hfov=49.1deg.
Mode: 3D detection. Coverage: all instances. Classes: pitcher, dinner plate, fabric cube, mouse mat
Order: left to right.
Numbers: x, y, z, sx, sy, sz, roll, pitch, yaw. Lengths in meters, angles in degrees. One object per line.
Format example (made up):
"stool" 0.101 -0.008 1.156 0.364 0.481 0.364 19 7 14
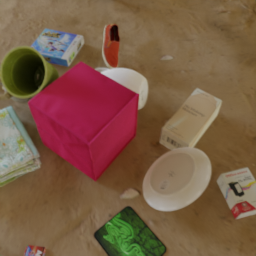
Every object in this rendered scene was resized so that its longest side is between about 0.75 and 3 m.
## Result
"fabric cube" -1.340 -0.211 9.397 2.469 2.477 2.430 31 58 19
"pitcher" -0.585 -1.714 11.151 2.774 1.681 2.380 9 43 20
"mouse mat" 0.045 3.356 8.234 1.446 0.068 1.798 -34 60 -23
"dinner plate" 1.402 1.464 8.689 2.356 0.286 2.356 -28 33 21

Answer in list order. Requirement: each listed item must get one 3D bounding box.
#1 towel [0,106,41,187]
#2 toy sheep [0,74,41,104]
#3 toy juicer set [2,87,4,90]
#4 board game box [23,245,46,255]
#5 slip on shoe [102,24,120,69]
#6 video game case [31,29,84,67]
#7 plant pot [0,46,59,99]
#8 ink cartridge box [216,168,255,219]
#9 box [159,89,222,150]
"towel" -4.716 0.749 9.756 2.556 0.719 2.986 -27 58 -20
"toy sheep" -3.988 -1.811 10.886 2.021 2.021 2.931 7 37 5
"toy juicer set" -5.574 -2.111 12.070 1.507 0.410 0.958 20 56 14
"board game box" -2.724 3.872 7.818 0.556 0.105 1.079 5 54 3
"slip on shoe" -0.708 -3.650 12.534 0.774 0.639 2.088 2 86 -36
"video game case" -3.420 -3.856 13.331 2.066 0.470 1.873 14 54 10
"plant pot" -3.058 -1.720 9.272 1.596 1.515 1.596 0 92 12
"ink cartridge box" 3.595 2.049 8.878 0.994 0.565 1.364 -12 54 -9
"box" 2.316 -0.222 10.316 1.164 0.953 2.451 30 60 21
